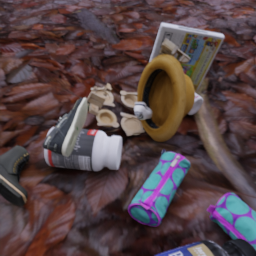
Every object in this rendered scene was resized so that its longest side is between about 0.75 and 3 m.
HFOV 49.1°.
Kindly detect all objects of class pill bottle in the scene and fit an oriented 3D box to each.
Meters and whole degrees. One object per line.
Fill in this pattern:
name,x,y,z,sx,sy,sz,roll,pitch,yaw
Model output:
pill bottle,-1.255,0.628,8.121,2.041,1.182,1.182,5,42,6
pill bottle,1.165,3.002,5.214,2.640,1.476,1.476,-12,43,-14
pill bottle,2.003,-1.138,10.244,0.757,0.757,1.336,-26,54,-26

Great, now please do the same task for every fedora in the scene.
fedora,1.296,-0.917,8.906,1.114,2.732,2.732,-3,39,-28

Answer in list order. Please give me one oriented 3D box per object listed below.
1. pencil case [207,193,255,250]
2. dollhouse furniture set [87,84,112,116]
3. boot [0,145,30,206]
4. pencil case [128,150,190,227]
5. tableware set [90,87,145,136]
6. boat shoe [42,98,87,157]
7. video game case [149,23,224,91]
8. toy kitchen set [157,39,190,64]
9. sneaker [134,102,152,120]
pencil case,2.798,2.460,6.263,0.955,0.879,2.066,-6,38,-36
dollhouse furniture set,-0.991,-0.988,8.940,0.532,1.026,0.454,25,26,-19
boot,-3.118,1.180,7.866,2.021,0.783,1.398,28,44,27
pencil case,0.846,1.515,7.277,0.885,0.961,2.080,27,49,15
tableware set,-0.358,-0.635,9.668,1.788,0.248,2.141,5,52,-22
boat shoe,-1.596,-0.154,7.535,0.708,0.752,2.093,9,44,8
video game case,1.910,-2.453,10.090,2.195,2.412,0.276,7,48,-9
toy kitchen set,1.250,-2.001,8.825,0.942,1.041,1.154,37,4,2
sneaker,0.455,-0.440,8.842,0.434,1.137,0.458,-3,75,25
